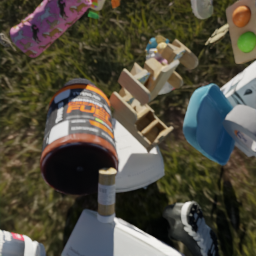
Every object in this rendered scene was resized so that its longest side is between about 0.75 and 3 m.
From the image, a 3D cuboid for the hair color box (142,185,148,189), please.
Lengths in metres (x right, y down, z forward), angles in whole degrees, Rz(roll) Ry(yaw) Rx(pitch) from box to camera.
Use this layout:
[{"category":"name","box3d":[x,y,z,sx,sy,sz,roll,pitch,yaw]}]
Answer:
[{"category":"hair color box","box3d":[0.271,1.394,8.320,0.841,0.255,0.416,30,67,15]}]

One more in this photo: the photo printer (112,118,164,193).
[{"category":"photo printer","box3d":[-0.076,0.717,8.098,1.899,0.793,2.283,-15,51,-3]}]

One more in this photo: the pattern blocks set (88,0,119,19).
[{"category":"pattern blocks set","box3d":[-1.073,-4.138,8.698,1.755,1.997,0.162,5,69,-15]}]

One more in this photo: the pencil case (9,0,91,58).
[{"category":"pencil case","box3d":[-1.714,-2.441,6.199,1.977,0.818,0.855,-32,98,22]}]

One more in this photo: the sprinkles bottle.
[{"category":"sprinkles bottle","box3d":[-0.344,1.080,4.495,0.284,0.284,0.832,3,100,1]}]

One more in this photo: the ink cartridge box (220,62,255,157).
[{"category":"ink cartridge box","box3d":[2.870,-0.459,5.901,1.580,2.158,0.927,39,58,-2]}]

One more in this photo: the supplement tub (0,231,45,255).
[{"category":"supplement tub","box3d":[-2.108,2.121,4.419,1.332,0.935,0.935,28,60,-30]}]

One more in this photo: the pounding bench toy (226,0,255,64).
[{"category":"pounding bench toy","box3d":[3.238,-2.352,6.982,1.792,2.298,1.427,-8,86,-30]}]

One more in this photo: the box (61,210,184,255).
[{"category":"box","box3d":[-0.121,2.529,4.982,1.681,1.673,1.440,18,74,27]}]

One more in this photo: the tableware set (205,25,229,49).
[{"category":"tableware set","box3d":[2.924,-2.905,8.802,0.215,0.710,1.074,50,56,-16]}]

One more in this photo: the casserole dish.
[{"category":"casserole dish","box3d":[1.454,-0.021,4.894,0.353,1.818,1.101,9,75,41]}]

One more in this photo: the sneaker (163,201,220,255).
[{"category":"sneaker","box3d":[1.270,2.191,5.739,0.843,1.863,0.619,-5,33,41]}]

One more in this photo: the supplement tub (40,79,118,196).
[{"category":"supplement tub","box3d":[-0.974,-0.016,5.644,1.359,1.359,2.541,-8,39,-4]}]

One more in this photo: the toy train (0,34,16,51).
[{"category":"toy train","box3d":[-3.291,-2.057,6.289,0.763,1.319,0.558,-22,47,15]}]

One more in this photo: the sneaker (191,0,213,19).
[{"category":"sneaker","box3d":[1.971,-3.410,6.952,0.809,1.973,0.737,2,77,24]}]

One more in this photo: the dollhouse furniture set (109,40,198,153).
[{"category":"dollhouse furniture set","box3d":[0.660,-0.598,6.630,1.389,2.135,1.961,44,52,9]}]

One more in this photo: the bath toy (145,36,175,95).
[{"category":"bath toy","box3d":[1.022,-1.840,8.372,0.700,0.824,1.895,4,63,-18]}]

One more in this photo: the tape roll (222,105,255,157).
[{"category":"tape roll","box3d":[2.136,0.112,4.734,1.083,1.083,0.358,42,88,19]}]
